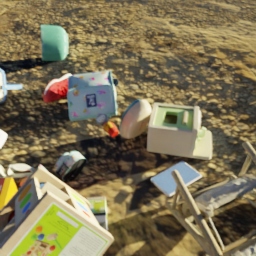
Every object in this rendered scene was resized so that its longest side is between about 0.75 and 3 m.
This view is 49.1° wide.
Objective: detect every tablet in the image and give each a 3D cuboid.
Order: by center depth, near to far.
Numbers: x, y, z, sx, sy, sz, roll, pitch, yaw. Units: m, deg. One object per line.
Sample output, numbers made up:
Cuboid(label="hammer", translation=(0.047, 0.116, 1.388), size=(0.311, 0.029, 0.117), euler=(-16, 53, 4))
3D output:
Cuboid(label="tablet", translation=(1.682, 1.762, 9.848), size=(1.559, 0.106, 1.014), euler=(-23, 39, -26))

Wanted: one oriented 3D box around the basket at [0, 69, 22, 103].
Cuboid(label="basket", translation=(-6.671, -2.011, 13.193), size=(2.244, 1.770, 2.545), euler=(6, 15, 15))

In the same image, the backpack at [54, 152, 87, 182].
Cuboid(label="backpack", translation=(-1.954, 1.269, 9.634), size=(0.988, 0.869, 0.758), euler=(-46, 66, 5))

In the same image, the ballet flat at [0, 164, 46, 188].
Cuboid(label="ballet flat", translation=(-3.830, 1.603, 9.122), size=(2.522, 0.898, 0.872), euler=(-11, 31, 7))

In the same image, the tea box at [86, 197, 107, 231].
Cuboid(label="tea box", translation=(-0.927, 2.651, 8.280), size=(0.592, 0.886, 0.872), euler=(-3, 41, -4))

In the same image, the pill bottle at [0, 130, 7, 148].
Cuboid(label="pill bottle", translation=(-6.041, 0.016, 9.979), size=(2.933, 1.669, 1.669), euler=(33, 42, -9))

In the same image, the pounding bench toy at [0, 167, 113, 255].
Cuboid(label="pounding bench toy", translation=(-1.556, 2.722, 6.877), size=(1.840, 2.962, 2.310), euler=(-51, 22, -8))

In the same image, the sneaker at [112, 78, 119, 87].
Cuboid(label="sneaker", translation=(-1.225, -2.215, 14.299), size=(1.460, 0.553, 0.563), euler=(-10, 19, -10))

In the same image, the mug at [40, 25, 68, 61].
Cuboid(label="mug", translation=(-4.279, -5.039, 16.214), size=(1.464, 1.945, 2.367), euler=(-2, 70, -16))

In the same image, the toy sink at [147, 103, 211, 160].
Cuboid(label="toy sink", translation=(2.079, 0.072, 10.881), size=(2.473, 1.385, 1.612), euler=(8, 42, 10))

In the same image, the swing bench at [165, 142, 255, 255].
Cuboid(label="swing bench", translation=(3.047, 2.313, 7.959), size=(2.863, 1.867, 2.878), euler=(-17, 45, -19))

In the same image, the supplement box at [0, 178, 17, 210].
Cuboid(label="supplement box", translation=(-4.321, 2.621, 8.010), size=(1.923, 1.277, 1.897), euler=(-4, 41, -5))

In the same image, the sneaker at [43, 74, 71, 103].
Cuboid(label="sneaker", translation=(-2.934, -1.857, 13.518), size=(1.347, 0.913, 2.331), euler=(17, 45, 20))

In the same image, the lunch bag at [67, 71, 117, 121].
Cuboid(label="lunch bag", translation=(-1.580, -1.325, 12.399), size=(2.113, 1.513, 2.481), euler=(-7, 43, -2))

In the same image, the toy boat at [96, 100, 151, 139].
Cuboid(label="toy boat", translation=(-0.122, -0.335, 10.810), size=(2.231, 1.875, 1.037), euler=(-18, 55, -39))
